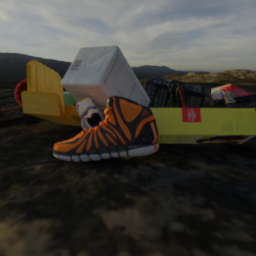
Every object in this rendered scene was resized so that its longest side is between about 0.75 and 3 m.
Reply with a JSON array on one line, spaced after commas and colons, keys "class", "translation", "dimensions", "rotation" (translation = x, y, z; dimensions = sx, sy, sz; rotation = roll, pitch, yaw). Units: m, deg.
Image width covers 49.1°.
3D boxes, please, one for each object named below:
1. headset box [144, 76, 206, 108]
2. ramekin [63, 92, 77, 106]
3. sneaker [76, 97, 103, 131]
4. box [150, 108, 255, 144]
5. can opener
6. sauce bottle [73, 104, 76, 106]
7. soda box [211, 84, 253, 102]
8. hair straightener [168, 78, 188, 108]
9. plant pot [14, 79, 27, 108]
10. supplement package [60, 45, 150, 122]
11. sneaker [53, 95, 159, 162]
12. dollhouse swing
[{"class": "headset box", "translation": [1.867, -1.325, 11.901], "dimensions": [2.572, 1.193, 2.239], "rotation": [15, 18, 9]}, {"class": "ramekin", "translation": [-3.666, -1.651, 16.169], "dimensions": [1.589, 0.776, 1.589], "rotation": [0, 12, 0]}, {"class": "sneaker", "translation": [-1.017, -0.117, 8.129], "dimensions": [0.635, 1.686, 0.743], "rotation": [-34, 57, -9]}, {"class": "box", "translation": [1.644, -0.031, 7.252], "dimensions": [2.982, 0.747, 1.122], "rotation": [1, -15, 0]}, {"class": "can opener", "translation": [3.726, -0.677, 8.194], "dimensions": [2.645, 1.040, 0.838], "rotation": [-12, 40, 5]}, {"class": "sauce bottle", "translation": [-2.185, -1.258, 13.763], "dimensions": [1.071, 0.346, 0.346], "rotation": [-19, 7, 15]}, {"class": "soda box", "translation": [3.899, -0.735, 9.673], "dimensions": [2.453, 0.859, 0.778], "rotation": [12, -14, -37]}, {"class": "hair straightener", "translation": [1.714, -0.901, 10.034], "dimensions": [0.758, 1.970, 0.403], "rotation": [9, 42, 43]}, {"class": "plant pot", "translation": [-5.024, -1.742, 14.807], "dimensions": [1.634, 1.634, 1.488], "rotation": [-3, 4, -12]}, {"class": "supplement package", "translation": [-0.580, -1.091, 8.751], "dimensions": [1.416, 1.471, 2.586], "rotation": [8, -28, 32]}, {"class": "sneaker", "translation": [-0.577, -0.024, 6.441], "dimensions": [2.484, 1.392, 0.964], "rotation": [-7, 6, 6]}, {"class": "dollhouse swing", "translation": [-2.192, -1.134, 9.332], "dimensions": [1.931, 1.868, 2.125], "rotation": [5, -8, 23]}]
